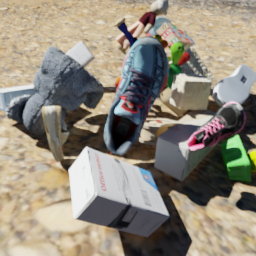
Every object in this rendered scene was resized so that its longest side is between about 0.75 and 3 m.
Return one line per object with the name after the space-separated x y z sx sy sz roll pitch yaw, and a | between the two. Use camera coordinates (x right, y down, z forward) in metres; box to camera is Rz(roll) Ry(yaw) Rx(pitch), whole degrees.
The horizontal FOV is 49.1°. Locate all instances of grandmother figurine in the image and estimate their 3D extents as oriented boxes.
0.431 -3.090 8.410 2.004 0.607 1.215 -44 41 10 | grandmother figurine

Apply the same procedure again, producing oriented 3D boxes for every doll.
0.212 -2.208 7.463 0.364 1.501 1.024 -40 22 4 | doll

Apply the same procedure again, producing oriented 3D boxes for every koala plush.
-2.179 -0.823 8.120 2.194 2.474 2.273 37 -1 -5 | koala plush

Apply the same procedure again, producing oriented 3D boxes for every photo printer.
-1.914 -2.660 10.693 1.055 0.878 0.366 -38 -4 10 | photo printer

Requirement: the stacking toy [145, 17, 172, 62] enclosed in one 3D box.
1.364 -2.847 10.231 1.909 2.109 0.891 24 -10 -22 | stacking toy

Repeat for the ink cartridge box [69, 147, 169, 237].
-0.228 1.335 5.784 1.829 0.770 1.322 27 24 -31 | ink cartridge box

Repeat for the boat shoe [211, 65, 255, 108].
3.430 -1.229 9.717 1.064 1.228 2.880 44 46 4 | boat shoe

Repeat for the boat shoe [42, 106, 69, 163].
-1.838 0.175 7.374 0.548 1.584 0.584 -12 26 -12 | boat shoe

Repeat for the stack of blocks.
1.656 -3.075 9.553 1.405 0.411 0.809 -17 70 -54 | stack of blocks

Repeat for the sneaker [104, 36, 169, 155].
0.203 -0.617 6.464 1.147 2.893 1.382 17 20 -1 | sneaker

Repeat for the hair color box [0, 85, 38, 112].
-3.163 -1.053 9.215 2.137 0.648 1.058 -18 21 -40 | hair color box

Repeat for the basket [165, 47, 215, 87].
1.886 -1.665 9.549 1.494 1.212 1.507 51 57 -6 | basket

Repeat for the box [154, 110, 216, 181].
1.675 0.347 7.534 0.856 1.046 2.202 24 35 30 | box

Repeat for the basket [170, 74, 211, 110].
1.783 -1.004 8.027 0.910 0.919 0.739 0 23 -12 | basket

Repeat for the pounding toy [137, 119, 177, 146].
0.747 -0.132 7.919 1.805 1.036 1.032 -2 15 -29 | pounding toy

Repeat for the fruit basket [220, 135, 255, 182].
3.109 0.813 7.338 1.210 0.873 1.210 -15 34 10 | fruit basket

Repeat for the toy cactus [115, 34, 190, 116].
1.012 -1.448 8.975 2.409 2.920 1.493 49 39 -6 | toy cactus

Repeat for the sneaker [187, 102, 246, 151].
1.723 0.056 5.701 0.727 1.524 0.602 -20 68 -31 | sneaker
